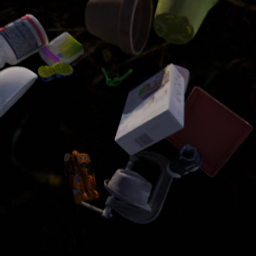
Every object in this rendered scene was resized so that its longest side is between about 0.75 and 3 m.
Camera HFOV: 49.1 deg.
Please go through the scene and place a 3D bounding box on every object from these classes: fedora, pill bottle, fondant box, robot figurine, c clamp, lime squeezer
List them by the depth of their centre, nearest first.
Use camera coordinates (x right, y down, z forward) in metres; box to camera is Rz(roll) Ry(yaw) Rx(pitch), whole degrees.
[{"bbox_3d":[0.118,1.679,7.989,1.558,1.378,0.704,27,91,-7],"label":"fedora"},{"bbox_3d":[-1.368,1.399,8.290,0.447,1.113,1.535,-22,75,24],"label":"robot figurine"},{"bbox_3d":[0.117,1.738,8.749,2.309,0.366,2.702,26,62,16],"label":"c clamp"},{"bbox_3d":[0.754,-0.637,8.821,1.953,0.788,2.707,-31,28,31],"label":"fondant box"},{"bbox_3d":[-0.497,-1.916,10.814,1.912,0.361,0.675,17,82,51],"label":"lime squeezer"},{"bbox_3d":[-4.626,-3.411,11.346,2.381,1.424,1.424,-39,66,-22],"label":"pill bottle"}]

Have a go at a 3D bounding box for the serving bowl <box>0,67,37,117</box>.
[{"bbox_3d":[-4.269,-0.961,8.960,0.947,2.880,2.880,45,62,-17],"label":"serving bowl"}]

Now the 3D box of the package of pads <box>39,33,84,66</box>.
[{"bbox_3d":[-2.786,-3.167,11.659,1.539,0.525,1.189,-39,66,-13],"label":"package of pads"}]

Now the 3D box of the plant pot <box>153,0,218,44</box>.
[{"bbox_3d":[2.308,-5.111,11.934,2.742,2.742,2.521,18,71,11],"label":"plant pot"}]

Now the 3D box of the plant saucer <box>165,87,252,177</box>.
[{"bbox_3d":[2.510,0.115,9.014,2.147,2.142,0.394,42,33,22],"label":"plant saucer"}]

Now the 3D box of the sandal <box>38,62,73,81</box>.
[{"bbox_3d":[-2.898,-2.190,11.097,1.443,0.628,0.574,-14,75,-32],"label":"sandal"}]

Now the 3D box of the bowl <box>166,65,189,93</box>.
[{"bbox_3d":[1.676,-1.740,10.253,0.998,0.372,0.996,10,93,-28],"label":"bowl"}]

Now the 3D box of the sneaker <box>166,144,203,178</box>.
[{"bbox_3d":[1.935,0.911,8.612,1.645,0.936,0.621,-19,58,-41],"label":"sneaker"}]

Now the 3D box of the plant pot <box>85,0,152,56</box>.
[{"bbox_3d":[-0.455,-4.352,11.270,2.225,2.552,2.552,14,59,15],"label":"plant pot"}]
